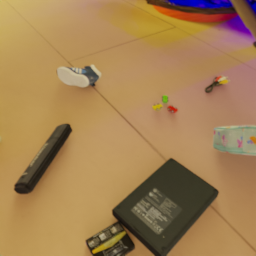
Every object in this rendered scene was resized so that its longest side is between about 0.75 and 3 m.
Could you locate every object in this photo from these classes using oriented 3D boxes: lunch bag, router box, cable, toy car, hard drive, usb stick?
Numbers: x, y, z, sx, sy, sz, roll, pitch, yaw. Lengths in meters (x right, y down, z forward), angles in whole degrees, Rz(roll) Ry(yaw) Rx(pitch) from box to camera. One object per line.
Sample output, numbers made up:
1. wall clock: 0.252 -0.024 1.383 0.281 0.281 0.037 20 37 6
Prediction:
1. lunch bag: 4.003 0.399 8.975 2.327 1.867 0.897 2 89 -1
2. router box: -0.469 3.038 7.275 1.042 0.272 0.819 -24 50 -22
3. cable: 3.790 -1.973 12.261 1.311 0.330 0.637 -24 50 -22
4. toy car: 1.482 -0.941 11.273 1.013 0.226 0.953 8 46 2
5. hard drive: 1.110 2.149 8.049 1.838 0.433 2.634 35 54 30
6. usb stick: -2.710 0.915 9.170 0.786 0.462 2.835 -10 38 33

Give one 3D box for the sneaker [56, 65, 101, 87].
1. sneaker: -2.107 -2.418 12.521 1.833 0.738 1.342 21 39 26
